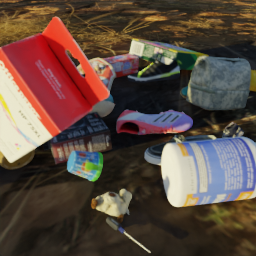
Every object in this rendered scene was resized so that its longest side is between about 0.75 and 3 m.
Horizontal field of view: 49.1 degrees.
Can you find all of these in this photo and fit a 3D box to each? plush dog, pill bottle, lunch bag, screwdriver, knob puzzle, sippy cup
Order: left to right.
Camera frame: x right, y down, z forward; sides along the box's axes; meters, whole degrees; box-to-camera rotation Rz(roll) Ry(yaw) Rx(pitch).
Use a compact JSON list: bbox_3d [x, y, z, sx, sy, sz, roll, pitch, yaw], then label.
[{"bbox_3d":[-1.004,0.819,6.364,0.648,0.885,0.695,18,47,-25],"label":"sippy cup"},{"bbox_3d":[-1.442,-2.279,11.577,2.085,0.289,2.085,-2,56,3],"label":"knob puzzle"},{"bbox_3d":[-0.387,1.600,5.879,0.686,0.641,0.799,4,0,34],"label":"plush dog"},{"bbox_3d":[-0.022,2.052,5.372,1.130,0.158,0.164,27,12,40],"label":"screwdriver"},{"bbox_3d":[3.053,-1.524,9.296,1.928,1.617,1.343,-2,22,-23],"label":"lunch bag"},{"bbox_3d":[2.056,0.905,6.094,2.426,1.359,1.359,-4,32,-7],"label":"pill bottle"}]

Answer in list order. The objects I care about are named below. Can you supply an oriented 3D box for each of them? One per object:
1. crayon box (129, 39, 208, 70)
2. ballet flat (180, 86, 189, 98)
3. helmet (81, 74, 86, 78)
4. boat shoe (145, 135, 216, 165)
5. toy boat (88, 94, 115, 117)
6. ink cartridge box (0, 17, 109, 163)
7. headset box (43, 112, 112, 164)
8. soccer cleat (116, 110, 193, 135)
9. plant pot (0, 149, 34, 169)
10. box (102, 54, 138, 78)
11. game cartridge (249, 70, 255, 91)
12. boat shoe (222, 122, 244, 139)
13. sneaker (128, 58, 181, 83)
[{"bbox_3d":[1.892,-3.437,13.198,2.421,0.818,2.806,-7,29,-42],"label":"crayon box"},{"bbox_3d":[2.657,-1.301,10.350,1.663,0.524,0.571,-13,68,-13],"label":"ballet flat"},{"bbox_3d":[-1.596,-1.580,10.503,0.978,0.978,0.932,-3,51,-5],"label":"helmet"},{"bbox_3d":[1.393,0.481,7.423,1.955,0.693,0.705,-7,32,-11],"label":"boat shoe"},{"bbox_3d":[-1.719,-1.181,8.605,2.413,1.334,2.870,16,2,31],"label":"toy boat"},{"bbox_3d":[-1.923,-0.568,5.520,2.957,1.718,0.994,-26,12,44],"label":"ink cartridge box"},{"bbox_3d":[-1.470,0.246,7.707,1.720,0.645,1.278,-14,30,-17],"label":"headset box"},{"bbox_3d":[0.754,-0.073,8.346,2.251,0.751,0.861,6,42,15],"label":"soccer cleat"},{"bbox_3d":[-3.178,0.165,7.305,1.645,1.645,1.765,-20,51,-30],"label":"plant pot"},{"bbox_3d":[-0.344,-2.822,12.734,1.505,0.750,0.719,-19,37,-27],"label":"box"},{"bbox_3d":[4.566,-2.178,11.964,2.043,0.331,1.801,9,34,10],"label":"game cartridge"},{"bbox_3d":[2.690,0.242,7.668,0.930,0.431,0.347,-44,26,0],"label":"boat shoe"},{"bbox_3d":[1.045,-2.334,11.317,2.174,0.900,0.779,-5,10,6],"label":"sneaker"}]
